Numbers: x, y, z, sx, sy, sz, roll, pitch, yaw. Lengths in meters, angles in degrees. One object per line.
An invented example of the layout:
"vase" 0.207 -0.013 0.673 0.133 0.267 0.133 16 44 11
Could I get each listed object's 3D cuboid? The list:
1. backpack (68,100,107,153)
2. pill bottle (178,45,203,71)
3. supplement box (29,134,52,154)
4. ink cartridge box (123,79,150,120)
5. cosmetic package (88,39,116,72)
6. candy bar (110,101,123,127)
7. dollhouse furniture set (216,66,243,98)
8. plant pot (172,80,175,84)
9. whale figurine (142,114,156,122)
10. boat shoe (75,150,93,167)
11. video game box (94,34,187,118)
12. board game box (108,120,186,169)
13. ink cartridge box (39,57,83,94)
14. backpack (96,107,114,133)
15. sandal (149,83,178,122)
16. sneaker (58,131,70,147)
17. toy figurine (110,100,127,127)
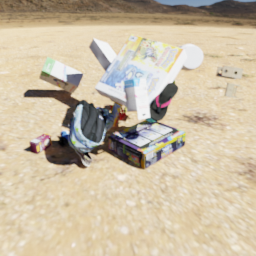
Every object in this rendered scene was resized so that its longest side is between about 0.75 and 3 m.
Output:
"backpack" -1.272 0.052 8.714 1.148 1.219 1.494 -40 34 17
"pill bottle" 2.689 -3.238 12.936 1.151 1.151 2.022 -1 14 -2
"supplement box" -3.053 0.547 9.803 0.325 0.419 0.759 12 28 24
"ink cartridge box" 0.266 -0.853 8.420 0.405 1.193 0.687 -4 5 36
"cosmetic package" -0.884 -2.988 12.206 0.862 0.529 2.089 3 45 -44
"candy bar" -0.537 -0.551 10.825 0.409 1.642 0.182 22 56 -3
"dollhouse furniture set" 3.174 -1.477 9.005 0.642 0.916 0.645 10 8 0
"plant pot" 1.645 -2.213 14.850 1.312 1.228 1.228 1 21 38
"whale figurine" 0.652 -0.671 10.281 1.215 0.631 0.967 35 8 -11
"boat shoe" -1.408 0.804 8.887 0.334 0.276 0.928 13 31 -47
"video game box" 0.415 -1.917 9.879 2.344 0.602 2.573 27 79 27
"board game box" 0.660 0.463 9.776 2.146 0.609 1.774 -23 32 -38
"ink cartridge box" -3.452 -2.657 14.394 1.957 0.856 1.422 22 -15 -20
"backpack" -1.013 -0.226 10.495 0.764 0.952 1.040 51 17 17
"sandal" 1.116 -0.896 8.836 0.591 0.355 1.574 28 66 9
"sneaker" -2.357 0.392 10.179 0.539 0.372 0.969 -11 33 -40
"toy figurine" 0.299 -1.062 11.898 1.426 1.256 2.381 -2 25 18
